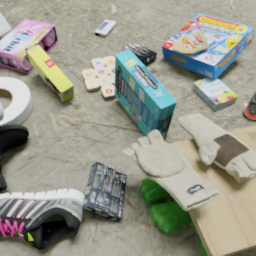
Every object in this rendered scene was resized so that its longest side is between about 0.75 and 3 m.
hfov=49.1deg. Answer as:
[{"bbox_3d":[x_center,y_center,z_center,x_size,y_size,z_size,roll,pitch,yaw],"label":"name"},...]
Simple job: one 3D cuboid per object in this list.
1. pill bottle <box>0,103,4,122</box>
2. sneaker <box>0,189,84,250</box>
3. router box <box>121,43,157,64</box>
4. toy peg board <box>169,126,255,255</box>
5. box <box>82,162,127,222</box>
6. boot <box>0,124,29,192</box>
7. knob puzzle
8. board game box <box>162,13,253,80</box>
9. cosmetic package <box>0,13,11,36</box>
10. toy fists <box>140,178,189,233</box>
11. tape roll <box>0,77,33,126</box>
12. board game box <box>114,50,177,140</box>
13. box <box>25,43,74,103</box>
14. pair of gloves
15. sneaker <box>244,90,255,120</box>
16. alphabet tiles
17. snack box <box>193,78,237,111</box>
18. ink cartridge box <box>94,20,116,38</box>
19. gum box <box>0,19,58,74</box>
[{"bbox_3d":[-4.032,-0.269,6.961,0.917,0.917,1.612,30,34,23],"label":"pill bottle"},{"bbox_3d":[-2.310,2.190,6.424,2.741,1.011,1.199,-6,30,-11],"label":"sneaker"},{"bbox_3d":[0.445,-2.967,11.154,0.875,0.299,1.173,-28,51,-35],"label":"router box"},{"bbox_3d":[2.510,1.604,6.884,2.735,1.343,2.746,-11,52,-12],"label":"toy peg board"},{"bbox_3d":[-0.561,1.620,7.169,1.012,0.275,1.263,29,46,-24],"label":"box"},{"bbox_3d":[-3.542,0.897,7.668,2.249,0.846,1.681,-16,65,-43],"label":"boot"},{"bbox_3d":[2.229,-3.028,10.255,1.340,0.186,1.340,-9,51,11],"label":"knob puzzle"},{"bbox_3d":[2.990,-3.201,10.723,2.391,0.682,2.442,-44,53,-17],"label":"board game box"},{"bbox_3d":[-5.823,-3.895,11.257,1.524,0.937,1.519,3,40,49],"label":"cosmetic package"},{"bbox_3d":[0.835,1.908,7.130,0.806,0.544,1.581,-11,49,-18],"label":"toy fists"},{"bbox_3d":[-4.459,-0.773,9.387,2.425,0.443,2.425,0,51,1],"label":"tape roll"},{"bbox_3d":[0.400,-0.901,8.416,0.553,1.779,2.357,-25,60,-20],"label":"board game box"},{"bbox_3d":[-2.713,-1.911,9.693,0.528,0.793,2.106,-36,76,-20],"label":"box"},{"bbox_3d":[1.508,0.637,6.387,2.739,0.480,2.329,-20,41,-30],"label":"pair of gloves"},{"bbox_3d":[4.637,-1.113,9.410,0.791,0.841,2.053,28,56,21],"label":"sneaker"},{"bbox_3d":[-0.475,-1.997,10.549,2.397,0.175,2.344,-13,48,-12],"label":"alphabet tiles"},{"bbox_3d":[3.028,-1.246,9.840,0.917,0.342,1.289,-21,52,-18],"label":"snack box"},{"bbox_3d":[-1.001,-4.487,12.620,0.551,0.216,1.164,18,55,15],"label":"ink cartridge box"},{"bbox_3d":[-4.090,-3.279,11.212,1.407,0.820,2.479,16,52,13],"label":"gum box"}]
